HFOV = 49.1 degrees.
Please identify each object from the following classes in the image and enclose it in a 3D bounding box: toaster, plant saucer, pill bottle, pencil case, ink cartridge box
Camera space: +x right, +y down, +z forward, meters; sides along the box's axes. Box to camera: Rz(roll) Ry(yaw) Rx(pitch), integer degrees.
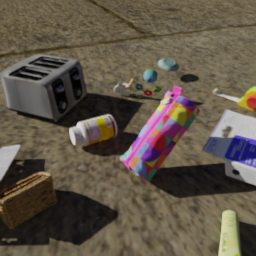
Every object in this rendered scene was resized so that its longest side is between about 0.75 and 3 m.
[{"bbox_3d":[-3.015,-1.497,9.977,2.465,1.462,2.229,14,37,19],"label":"toaster"},{"bbox_3d":[1.748,-2.746,11.991,0.936,0.180,0.936,6,43,-6],"label":"plant saucer"},{"bbox_3d":[-1.040,0.093,8.343,1.321,0.722,0.722,-16,38,-24],"label":"pill bottle"},{"bbox_3d":[0.777,0.156,7.032,1.043,1.043,2.360,34,92,38],"label":"pencil case"},{"bbox_3d":[3.659,0.586,7.670,2.701,0.586,2.676,20,36,24],"label":"ink cartridge box"}]

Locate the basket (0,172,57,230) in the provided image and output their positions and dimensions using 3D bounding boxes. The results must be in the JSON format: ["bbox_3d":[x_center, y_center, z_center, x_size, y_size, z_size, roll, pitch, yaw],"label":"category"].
[{"bbox_3d":[-2.367,1.441,6.318,1.237,0.922,0.883,-28,44,-32],"label":"basket"}]

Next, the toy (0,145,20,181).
[{"bbox_3d":[-3.637,1.311,6.785,1.458,0.598,2.531,-6,30,0],"label":"toy"}]

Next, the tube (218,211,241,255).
[{"bbox_3d":[2.071,2.289,5.661,0.335,0.375,1.291,39,41,-12],"label":"tube"}]

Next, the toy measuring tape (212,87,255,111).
[{"bbox_3d":[4.233,-1.214,10.133,2.407,0.885,0.885,30,45,35],"label":"toy measuring tape"}]

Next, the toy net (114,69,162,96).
[{"bbox_3d":[0.334,-1.573,10.621,1.800,0.944,0.348,-11,43,26],"label":"toy net"}]
